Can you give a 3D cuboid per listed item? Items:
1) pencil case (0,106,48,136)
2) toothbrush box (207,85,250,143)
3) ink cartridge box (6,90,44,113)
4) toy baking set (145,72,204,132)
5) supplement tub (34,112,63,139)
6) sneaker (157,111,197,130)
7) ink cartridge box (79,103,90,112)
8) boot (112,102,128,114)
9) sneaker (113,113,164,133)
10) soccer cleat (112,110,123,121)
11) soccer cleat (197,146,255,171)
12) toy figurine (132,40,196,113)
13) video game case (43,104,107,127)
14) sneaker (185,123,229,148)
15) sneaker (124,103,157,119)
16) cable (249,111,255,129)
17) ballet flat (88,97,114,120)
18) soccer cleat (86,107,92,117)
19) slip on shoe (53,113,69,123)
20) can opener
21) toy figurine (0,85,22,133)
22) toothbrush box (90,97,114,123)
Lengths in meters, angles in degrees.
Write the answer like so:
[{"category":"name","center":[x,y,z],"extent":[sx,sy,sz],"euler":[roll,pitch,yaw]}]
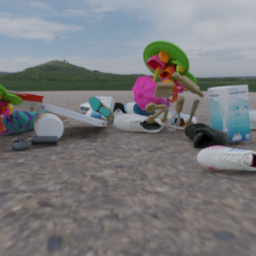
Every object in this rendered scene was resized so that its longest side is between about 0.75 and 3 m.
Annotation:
[{"category":"pencil case","center":[-4.393,-0.438,11.598],"extent":[1.053,1.144,2.475],"euler":[1,9,18]},{"category":"toothbrush box","center":[3.427,-0.505,9.607],"extent":[0.780,1.829,1.339],"euler":[-8,6,-10]},{"category":"ink cartridge box","center":[-3.886,-0.880,9.433],"extent":[1.923,0.675,2.365],"euler":[6,4,-20]},{"category":"toy baking set","center":[1.794,-0.846,10.488],"extent":[2.796,2.146,0.325],"euler":[21,28,-36]},{"category":"supplement tub","center":[-2.798,-0.035,9.843],"extent":[0.956,0.956,1.315],"euler":[-4,10,-20]},{"category":"sneaker","center":[1.982,-0.343,12.216],"extent":[1.941,0.743,0.784],"euler":[9,10,44]},{"category":"ink cartridge box","center":[-1.750,-1.185,17.578],"extent":[2.008,0.436,1.989],"euler":[11,13,13]},{"category":"boot","center":[0.214,-0.833,15.211],"extent":[2.232,0.865,1.544],"euler":[23,17,34]},{"category":"sneaker","center":[0.431,-0.205,11.253],"extent":[2.075,0.758,0.735],"euler":[2,1,3]},{"category":"soccer cleat","center":[-0.481,-0.610,13.932],"extent":[0.537,0.664,1.538],"euler":[-1,10,-12]},{"category":"soccer cleat","center":[2.411,0.689,6.415],"extent":[1.575,0.550,0.680],"euler":[3,-9,-3]},{"category":"toy figurine","center":[1.324,-1.679,11.580],"extent":[2.138,2.848,2.622],"euler":[-19,36,54]},{"category":"video game case","center":[-1.977,-0.453,11.265],"extent":[2.067,0.260,2.886],"euler":[17,0,0]},{"category":"sneaker","center":[2.296,0.224,9.185],"extent":[1.007,0.672,1.757],"euler":[2,13,-29]},{"category":"sneaker","center":[0.611,-0.611,12.292],"extent":[0.729,0.691,1.806],"euler":[10,-18,47]},{"category":"cable","center":[5.333,-0.381,12.578],"extent":[2.027,0.702,2.026],"euler":[2,9,6]},{"category":"ballet flat","center":[-1.183,-0.848,12.547],"extent":[0.563,0.563,1.594],"euler":[-10,39,-45]},{"category":"soccer cleat","center":[-1.864,-1.000,15.245],"extent":[0.791,0.977,2.264],"euler":[0,11,2]},{"category":"slip on shoe","center":[-3.587,-0.470,13.587],"extent":[0.634,0.505,1.667],"euler":[9,13,41]},{"category":"can opener","center":[-2.899,0.513,8.765],"extent":[1.404,0.469,0.374],"euler":[1,-32,-24]},{"category":"toy figurine","center":[-4.151,-0.111,7.833],"extent":[1.655,2.029,2.205],"euler":[-11,-21,36]},{"category":"toothbrush box","center":[-1.252,-0.892,13.752],"extent":[0.901,1.230,0.525],"euler":[4,-26,16]}]
